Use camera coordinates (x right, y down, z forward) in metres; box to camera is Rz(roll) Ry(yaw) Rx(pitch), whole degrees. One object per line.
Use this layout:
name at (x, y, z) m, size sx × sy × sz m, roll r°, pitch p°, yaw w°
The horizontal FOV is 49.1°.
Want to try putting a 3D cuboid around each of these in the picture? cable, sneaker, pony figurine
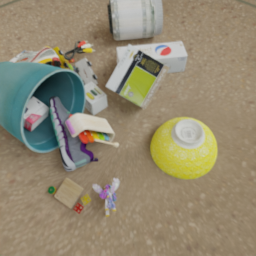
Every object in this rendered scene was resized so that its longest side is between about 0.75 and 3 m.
cable at (-2.191, -3.395, 11.991) m, size 0.806 × 0.417 × 1.659 m, roll 49°, pitch 41°, yaw 5°
sneaker at (-2.023, 0.097, 10.203) m, size 1.279 × 1.087 × 2.922 m, roll -14°, pitch 71°, yaw -14°
pony figurine at (-0.650, 2.140, 8.868) m, size 0.871 × 1.010 × 1.046 m, roll -8°, pitch 53°, yaw -7°
sneaker at (-4.303, -2.528, 11.856) m, size 2.862 × 1.114 × 1.176 m, roll -22°, pitch 66°, yaw -7°

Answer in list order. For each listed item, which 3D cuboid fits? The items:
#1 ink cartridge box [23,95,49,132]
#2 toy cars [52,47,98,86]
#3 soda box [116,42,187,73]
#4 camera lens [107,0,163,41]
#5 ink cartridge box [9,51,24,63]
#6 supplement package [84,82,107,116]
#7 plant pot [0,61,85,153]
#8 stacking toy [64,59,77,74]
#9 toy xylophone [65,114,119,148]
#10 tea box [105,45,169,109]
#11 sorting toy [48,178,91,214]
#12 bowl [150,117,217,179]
ink cartridge box at (-3.889, -0.706, 10.612) m, size 1.407 × 0.593 × 1.018 m, roll 35°, pitch 51°, yaw 1°
toy cars at (-2.405, -2.582, 12.341) m, size 2.767 × 0.613 × 1.241 m, roll 24°, pitch 90°, yaw 13°
soda box at (1.021, -3.044, 12.466) m, size 2.998 × 0.954 × 1.021 m, roll -6°, pitch 56°, yaw -5°
camera lens at (0.281, -5.207, 13.188) m, size 2.429 × 1.943 × 1.943 m, roll -6°, pitch 56°, yaw -1°
ink cartridge box at (-4.753, -2.962, 12.695) m, size 0.735 × 0.424 × 1.013 m, roll 30°, pitch 58°, yaw 18°
supplement package at (-1.438, -1.194, 11.336) m, size 0.747 × 0.741 × 0.984 m, roll -36°, pitch 63°, yaw -22°
plant pot at (-3.578, -1.019, 10.054) m, size 2.818 × 2.999 × 2.999 m, roll 23°, pitch 59°, yaw 23°
stacking toy at (-2.344, -2.613, 12.100) m, size 0.356 × 0.842 × 0.762 m, roll -32°, pitch 44°, yaw -6°
toy xylophone at (-1.173, 0.142, 9.818) m, size 0.511 × 2.035 × 1.490 m, roll -47°, pitch 50°, yaw 22°
tea box at (0.373, -1.935, 10.773) m, size 1.761 × 1.196 × 1.790 m, roll 31°, pitch 100°, yaw -1°
sorting toy at (-1.876, 2.172, 9.210) m, size 1.530 × 0.259 × 0.737 m, roll 27°, pitch 79°, yaw 23°
bowl at (2.035, 0.461, 9.884) m, size 2.423 × 1.304 × 2.423 m, roll 0°, pitch 57°, yaw 0°
